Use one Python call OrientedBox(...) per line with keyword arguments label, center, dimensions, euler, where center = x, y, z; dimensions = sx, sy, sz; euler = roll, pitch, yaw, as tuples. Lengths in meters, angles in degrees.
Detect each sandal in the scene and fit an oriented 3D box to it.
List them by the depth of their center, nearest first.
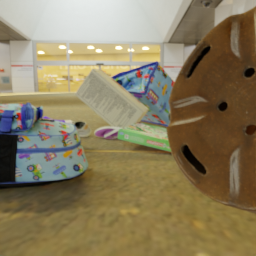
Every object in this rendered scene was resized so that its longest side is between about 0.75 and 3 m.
OrientedBox(label="sandal", center=(-0.396, 0.171, 7.528), dimensions=(1.053, 0.428, 0.259), euler=(-2, 50, 4))

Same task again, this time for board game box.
OrientedBox(label="board game box", center=(0.771, 0.225, 6.501), dimensions=(1.714, 0.250, 1.153), euler=(13, 15, 21))

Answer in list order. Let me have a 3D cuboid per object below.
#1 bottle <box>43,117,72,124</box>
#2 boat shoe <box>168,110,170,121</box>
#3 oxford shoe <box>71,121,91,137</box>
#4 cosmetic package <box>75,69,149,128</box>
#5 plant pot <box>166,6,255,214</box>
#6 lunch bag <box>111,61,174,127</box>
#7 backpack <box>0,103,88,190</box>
OrientedBox(label="bottle", center=(-2.351, 0.135, 6.093), dimensions=(2.237, 0.730, 0.934), euler=(-3, -9, -18))
OrientedBox(label="boat shoe", center=(1.851, 0.039, 5.509), dimensions=(2.469, 0.882, 0.738), euler=(19, 52, 27))
OrientedBox(label="oxford shoe", center=(-1.674, -0.022, 8.023), dimensions=(1.311, 0.379, 0.493), euler=(5, 41, 20))
OrientedBox(label="cosmetic package", center=(-0.449, -0.745, 8.101), dimensions=(1.900, 0.982, 0.829), euler=(42, 17, 6))
OrientedBox(label="plant pot", center=(1.345, 0.016, 2.155), dimensions=(1.721, 1.738, 1.738), euler=(19, -4, -37))
OrientedBox(label="lunch bag", center=(0.360, -0.975, 9.708), dimensions=(2.695, 1.268, 2.029), euler=(0, -31, 46))
OrientedBox(label="backpack", center=(-1.529, 0.238, 4.282), dimensions=(1.789, 1.203, 1.633), euler=(-1, 8, -14))
